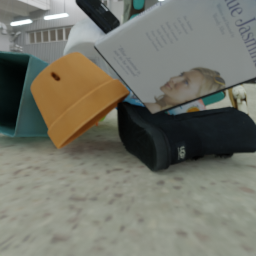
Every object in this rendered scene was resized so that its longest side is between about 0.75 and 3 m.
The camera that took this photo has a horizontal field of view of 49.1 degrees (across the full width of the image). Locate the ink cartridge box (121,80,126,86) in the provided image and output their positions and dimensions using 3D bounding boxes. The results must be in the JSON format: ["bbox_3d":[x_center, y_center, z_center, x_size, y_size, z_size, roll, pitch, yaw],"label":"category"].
[{"bbox_3d":[0.702,-1.676,8.514,1.127,2.674,1.953,22,12,-33],"label":"ink cartridge box"}]

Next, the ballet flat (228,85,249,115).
[{"bbox_3d":[2.970,-0.700,7.379,0.499,1.453,0.458,-1,-19,-3],"label":"ballet flat"}]

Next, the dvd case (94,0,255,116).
[{"bbox_3d":[0.918,-1.106,4.127,2.415,1.723,0.212,-19,40,33],"label":"dvd case"}]

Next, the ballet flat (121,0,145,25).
[{"bbox_3d":[0.133,-3.698,8.828,0.811,2.405,0.766,-19,37,-36],"label":"ballet flat"}]

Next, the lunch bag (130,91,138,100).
[{"bbox_3d":[0.643,-1.179,5.932,1.053,1.242,0.790,8,-16,-12],"label":"lunch bag"}]

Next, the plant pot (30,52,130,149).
[{"bbox_3d":[-1.152,-0.696,6.196,2.004,1.403,2.004,-37,1,1],"label":"plant pot"}]

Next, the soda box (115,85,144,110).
[{"bbox_3d":[0.085,-0.632,7.317,1.560,0.500,0.529,33,50,30],"label":"soda box"}]

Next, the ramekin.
[{"bbox_3d":[-0.872,-1.994,7.942,1.955,1.955,0.953,3,50,13],"label":"ramekin"}]

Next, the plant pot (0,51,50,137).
[{"bbox_3d":[-2.560,-0.792,7.776,1.898,1.899,2.687,12,2,26],"label":"plant pot"}]

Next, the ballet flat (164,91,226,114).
[{"bbox_3d":[1.833,-0.781,7.896,1.811,0.614,0.682,-22,34,21],"label":"ballet flat"}]

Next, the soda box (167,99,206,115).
[{"bbox_3d":[1.048,-1.110,6.935,0.879,2.570,0.817,-31,23,8],"label":"soda box"}]

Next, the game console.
[{"bbox_3d":[-0.355,-2.647,7.277,0.271,2.248,1.326,-33,19,47],"label":"game console"}]

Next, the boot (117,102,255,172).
[{"bbox_3d":[1.120,0.009,6.072,2.280,1.036,2.713,-7,19,-18],"label":"boot"}]

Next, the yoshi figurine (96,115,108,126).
[{"bbox_3d":[-0.974,-0.973,9.527,1.296,1.291,2.305,-30,18,4],"label":"yoshi figurine"}]
